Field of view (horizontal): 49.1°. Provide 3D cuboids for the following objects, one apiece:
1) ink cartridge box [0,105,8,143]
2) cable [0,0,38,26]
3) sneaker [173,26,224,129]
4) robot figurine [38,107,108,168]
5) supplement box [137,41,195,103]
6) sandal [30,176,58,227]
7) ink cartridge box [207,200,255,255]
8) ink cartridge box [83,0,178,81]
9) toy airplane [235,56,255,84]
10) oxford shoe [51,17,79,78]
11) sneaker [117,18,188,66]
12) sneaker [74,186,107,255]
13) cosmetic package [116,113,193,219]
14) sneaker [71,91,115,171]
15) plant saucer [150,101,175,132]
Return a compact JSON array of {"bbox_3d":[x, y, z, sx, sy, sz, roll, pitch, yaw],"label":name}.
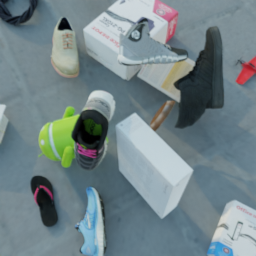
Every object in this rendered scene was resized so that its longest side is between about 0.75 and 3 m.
[{"bbox_3d":[-4.483,-0.019,9.049,0.860,0.507,1.494,7,65,3],"label":"ink cartridge box"},{"bbox_3d":[-4.573,-5.049,11.372,1.774,0.552,2.174,-3,66,-1],"label":"cable"},{"bbox_3d":[1.990,-1.414,8.195,1.469,0.846,2.817,-5,104,12],"label":"sneaker"},{"bbox_3d":[-1.705,0.295,8.433,2.104,1.217,1.846,-14,52,5],"label":"robot figurine"},{"bbox_3d":[1.562,-1.737,9.286,2.124,0.781,1.338,35,107,14],"label":"supplement box"},{"bbox_3d":[-2.443,2.073,8.159,0.596,0.358,1.587,-22,67,-10],"label":"sandal"},{"bbox_3d":[3.035,2.963,7.567,1.175,0.679,1.610,26,68,12],"label":"ink cartridge box"},{"bbox_3d":[0.103,-3.482,10.268,2.088,1.216,2.885,37,70,16],"label":"ink cartridge box"},{"bbox_3d":[4.655,-2.023,10.099,1.644,0.302,1.644,-1,66,1],"label":"toy airplane"},{"bbox_3d":[-2.205,-2.815,9.674,0.920,0.959,2.599,-5,54,-22],"label":"oxford shoe"},{"bbox_3d":[0.725,-2.389,7.729,2.109,0.791,1.218,-8,107,-18],"label":"sneaker"},{"bbox_3d":[-1.085,2.552,7.747,0.849,0.739,1.887,-6,65,1],"label":"sneaker"},{"bbox_3d":[0.552,1.101,7.278,0.670,2.593,1.955,-33,63,-19],"label":"cosmetic package"},{"bbox_3d":[-0.980,0.297,6.949,0.892,2.420,1.058,21,36,3],"label":"sneaker"},{"bbox_3d":[0.972,-0.376,8.315,0.211,1.154,1.154,34,69,-4],"label":"plant saucer"}]
